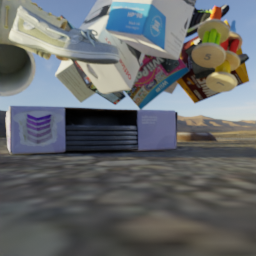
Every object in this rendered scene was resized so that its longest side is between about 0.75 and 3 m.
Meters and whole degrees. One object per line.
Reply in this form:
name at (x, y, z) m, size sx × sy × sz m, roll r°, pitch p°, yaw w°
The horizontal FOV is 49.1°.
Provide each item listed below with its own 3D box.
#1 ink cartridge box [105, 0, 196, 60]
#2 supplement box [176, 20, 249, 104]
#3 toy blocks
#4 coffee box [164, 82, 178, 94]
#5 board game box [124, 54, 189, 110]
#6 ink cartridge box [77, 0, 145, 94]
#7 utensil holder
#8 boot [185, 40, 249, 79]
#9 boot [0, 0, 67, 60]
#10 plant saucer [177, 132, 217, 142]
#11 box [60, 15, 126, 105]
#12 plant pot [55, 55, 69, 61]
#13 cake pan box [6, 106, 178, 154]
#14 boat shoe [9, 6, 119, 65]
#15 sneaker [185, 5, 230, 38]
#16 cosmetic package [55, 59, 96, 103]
ink cartridge box at (0.710, -2.963, 5.557) m, size 0.924 × 2.771 × 1.605 m, roll 20°, pitch 7°, yaw 33°
supplement box at (3.019, -2.382, 10.330) m, size 2.099 × 2.070 × 1.394 m, roll -22°, pitch -48°, yaw 33°
toy blocks at (2.516, -2.406, 7.603) m, size 0.822 × 2.264 × 1.887 m, roll -2°, pitch -33°, yaw 36°
coffee box at (1.283, -2.824, 12.246) m, size 1.824 × 1.827 × 1.807 m, roll 12°, pitch 25°, yaw -40°
board game box at (0.280, -2.416, 9.329) m, size 2.163 × 2.932 × 0.942 m, roll -39°, pitch 22°, yaw 9°
ink cartridge box at (-0.320, -2.139, 6.875) m, size 0.892 × 2.130 × 1.546 m, roll -3°, pitch -39°, yaw 33°
utensil holder at (-4.214, -2.349, 9.441) m, size 1.965 × 1.965 × 2.312 m, roll 1°, pitch 25°, yaw -23°
boot at (2.695, -2.288, 8.678) m, size 1.782 × 1.164 × 0.603 m, roll -13°, pitch 15°, yaw 33°
boot at (-2.374, -3.003, 6.954) m, size 1.819 × 2.352 × 0.847 m, roll 18°, pitch -7°, yaw -6°
plant saucer at (2.910, 0.446, 13.779) m, size 2.788 × 0.447 × 2.788 m, roll 1°, pitch -3°, yaw 0°
box at (-1.314, -2.235, 9.474) m, size 0.537 × 2.850 × 1.947 m, roll -37°, pitch -24°, yaw 12°
plant pot at (-2.682, -3.286, 11.765) m, size 0.958 × 0.836 × 0.958 m, roll 9°, pitch -13°, yaw 2°
cake pan box at (-0.842, 0.046, 5.129) m, size 2.557 × 0.726 × 2.777 m, roll -2°, pitch -1°, yaw -25°
boat shoe at (-1.167, -1.657, 5.107) m, size 2.226 × 0.714 × 0.821 m, roll 19°, pitch 12°, yaw 19°
sneaker at (2.142, -3.286, 8.275) m, size 1.628 × 0.674 × 0.584 m, roll -20°, pitch 9°, yaw 44°
cosmetic package at (-1.733, -2.538, 12.173) m, size 2.014 × 1.675 × 1.685 m, roll -30°, pitch 30°, yaw 20°
